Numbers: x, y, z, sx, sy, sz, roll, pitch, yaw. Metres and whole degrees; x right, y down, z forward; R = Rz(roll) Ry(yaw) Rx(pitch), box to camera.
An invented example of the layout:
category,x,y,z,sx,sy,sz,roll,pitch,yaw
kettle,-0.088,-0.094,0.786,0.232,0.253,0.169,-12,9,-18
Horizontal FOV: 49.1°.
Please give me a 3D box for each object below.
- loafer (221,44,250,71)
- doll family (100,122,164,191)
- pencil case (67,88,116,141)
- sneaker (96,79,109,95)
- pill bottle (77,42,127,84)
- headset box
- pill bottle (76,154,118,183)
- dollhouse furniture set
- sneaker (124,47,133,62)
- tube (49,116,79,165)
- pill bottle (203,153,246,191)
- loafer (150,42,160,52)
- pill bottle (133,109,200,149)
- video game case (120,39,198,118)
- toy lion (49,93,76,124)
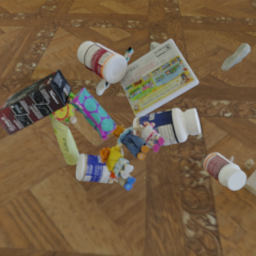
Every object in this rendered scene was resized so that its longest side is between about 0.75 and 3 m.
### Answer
category,x,y,z,sx,sy,sz,roll,pitch,yaw
loafer,3.479,-2.216,9.001,1.056,0.368,0.369,-44,35,16
doll family,-0.079,0.485,6.683,1.824,0.822,1.132,-53,43,-1
pencil case,-1.014,-0.391,8.082,0.639,1.502,0.694,-32,19,27
sneaker,-1.045,-1.767,11.842,0.358,0.980,0.347,8,32,-38
pill bottle,-1.041,-2.555,10.715,1.091,1.091,1.911,-33,50,-27
headset box,-2.775,-0.740,8.148,2.052,0.793,1.527,-25,25,9
pill bottle,-0.858,1.302,8.779,1.421,0.822,0.822,10,43,-20
dollhouse furniture set,4.788,1.751,10.233,1.122,0.958,2.164,-33,54,-27
sneaker,-0.045,-3.299,12.567,0.270,0.303,0.757,19,75,24
tube,-1.922,0.437,8.638,0.565,1.947,0.506,-5,51,-1
pill bottle,2.882,1.303,8.405,0.717,0.717,1.256,-13,21,-12
loafer,2.221,-3.862,15.584,0.983,0.985,2.816,-25,60,-19
pill bottle,1.167,-0.007,8.430,1.859,1.033,1.033,-13,44,17
video game case,0.991,-1.844,10.366,2.482,0.284,2.259,-30,58,13
toy lion,-2.286,-0.736,9.947,0.422,1.179,1.230,2,68,36
